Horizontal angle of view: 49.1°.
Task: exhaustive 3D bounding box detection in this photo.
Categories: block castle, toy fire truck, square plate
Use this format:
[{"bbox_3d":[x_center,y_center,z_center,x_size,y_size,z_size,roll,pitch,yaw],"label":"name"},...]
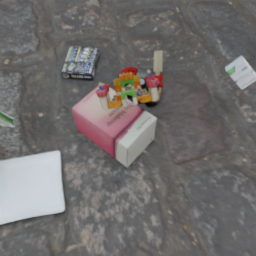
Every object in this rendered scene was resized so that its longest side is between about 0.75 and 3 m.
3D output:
[{"bbox_3d":[-0.010,-1.265,9.039,1.934,0.907,1.293,-11,16,4],"label":"block castle"},{"bbox_3d":[0.720,-2.422,12.868,2.039,1.491,2.317,16,50,12],"label":"toy fire truck"},{"bbox_3d":[-3.656,2.165,10.308,2.501,0.356,2.477,-10,56,-7],"label":"square plate"}]

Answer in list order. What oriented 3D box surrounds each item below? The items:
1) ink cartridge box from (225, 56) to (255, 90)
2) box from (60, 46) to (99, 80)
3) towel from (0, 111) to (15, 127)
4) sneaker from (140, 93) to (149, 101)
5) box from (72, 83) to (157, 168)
[{"bbox_3d":[4.403,-2.126,10.869,1.040,0.759,0.438,42,32,-21],"label":"ink cartridge box"},{"bbox_3d":[-2.359,-3.246,13.949,1.566,0.477,1.943,5,56,2],"label":"box"},{"bbox_3d":[-5.260,-0.403,8.367,2.982,2.275,0.349,-2,74,10],"label":"towel"},{"bbox_3d":[0.530,-1.109,10.403,0.770,0.297,0.315,-5,41,30],"label":"sneaker"},{"bbox_3d":[-0.538,-0.149,11.156,2.848,1.552,1.821,34,62,21],"label":"box"}]
